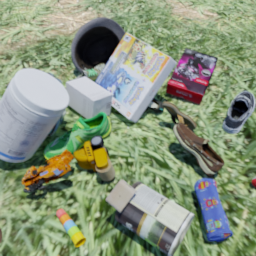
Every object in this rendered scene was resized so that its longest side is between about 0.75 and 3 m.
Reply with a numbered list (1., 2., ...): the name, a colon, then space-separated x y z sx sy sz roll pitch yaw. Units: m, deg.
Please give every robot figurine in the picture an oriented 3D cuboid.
1. robot figurine: -2.705 1.433 9.253 1.828 0.532 1.325 -27 21 7

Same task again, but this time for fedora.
1. fedora: -1.292 -3.819 13.660 2.650 2.996 1.353 44 19 -9

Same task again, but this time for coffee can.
1. coffee can: 0.752 2.583 8.067 1.855 1.358 1.358 27 52 24

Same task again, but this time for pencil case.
1. pencil case: 2.565 2.483 8.571 0.744 0.828 1.908 -14 46 10

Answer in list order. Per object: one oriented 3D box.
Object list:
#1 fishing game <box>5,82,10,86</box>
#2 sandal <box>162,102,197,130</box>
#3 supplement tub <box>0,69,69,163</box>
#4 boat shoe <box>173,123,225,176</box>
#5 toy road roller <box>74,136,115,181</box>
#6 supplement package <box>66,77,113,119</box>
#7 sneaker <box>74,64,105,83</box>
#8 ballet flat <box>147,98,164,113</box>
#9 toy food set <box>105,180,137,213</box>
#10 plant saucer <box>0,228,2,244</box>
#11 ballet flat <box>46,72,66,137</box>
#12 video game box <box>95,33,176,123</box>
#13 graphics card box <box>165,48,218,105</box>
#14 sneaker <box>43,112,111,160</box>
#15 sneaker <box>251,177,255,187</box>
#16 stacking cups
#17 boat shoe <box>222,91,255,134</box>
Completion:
1. fishing game: -4.768 -2.068 13.334 1.900 0.295 1.361 26 52 21
2. sandal: 1.956 -0.380 11.050 0.702 1.749 0.472 -6 50 60
3. supplement tub: -3.503 -0.336 9.554 1.919 2.909 1.919 30 32 -21
4. boat shoe: 2.509 0.585 9.741 2.162 0.800 0.798 50 41 11
5. toy road roller: -1.203 1.166 9.764 1.158 0.975 1.586 -21 49 -3
6. supplement package: -1.685 -1.236 11.839 1.796 1.089 1.075 35 43 29
7. sneaker: -1.780 -2.367 12.879 0.795 0.916 2.068 41 73 19
8. ballet flat: 0.748 -1.220 12.185 1.834 0.623 0.627 26 13 24
9. toy food set: -0.196 1.893 7.747 0.545 0.229 0.760 37 89 18
10. plant saucer: -4.488 3.310 8.177 1.483 0.238 1.483 0 47 0
11. ballet flat: -2.923 -0.920 11.235 1.030 1.030 2.774 -6 71 -5
12. video game box: 0.119 -2.170 11.922 2.727 0.701 2.993 39 101 30
13. graphics card box: 3.010 -2.476 13.100 1.697 0.688 2.705 21 57 14
14. sneaker: -1.927 0.220 10.463 2.862 1.196 1.060 -33 53 -28
15. sneaker: 4.684 2.191 9.010 0.683 0.620 1.609 -38 56 -25
16. stacking cups: -1.742 2.973 8.449 0.388 0.388 1.281 -28 48 -24
17. boat shoe: 4.734 -0.897 11.757 0.962 0.909 2.681 27 52 24
